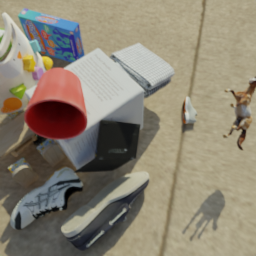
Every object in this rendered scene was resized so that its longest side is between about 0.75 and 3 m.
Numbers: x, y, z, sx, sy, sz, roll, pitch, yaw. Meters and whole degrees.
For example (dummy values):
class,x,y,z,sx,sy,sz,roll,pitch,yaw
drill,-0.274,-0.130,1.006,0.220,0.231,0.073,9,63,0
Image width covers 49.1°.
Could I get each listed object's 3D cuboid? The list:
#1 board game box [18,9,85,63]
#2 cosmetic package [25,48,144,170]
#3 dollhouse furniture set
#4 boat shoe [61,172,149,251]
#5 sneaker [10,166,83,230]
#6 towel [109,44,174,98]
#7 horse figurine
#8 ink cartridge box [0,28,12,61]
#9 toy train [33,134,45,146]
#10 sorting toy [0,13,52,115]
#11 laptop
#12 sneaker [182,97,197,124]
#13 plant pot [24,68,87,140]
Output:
class,x,y,z,sx,sy,sz,roll,pitch,yaw
board game box,-2.869,-3.445,10.716,2.263,1.721,0.509,18,62,11
cosmetic package,-1.196,-0.505,8.716,2.669,2.220,2.234,-35,65,-17
dollhouse furniture set,-3.994,0.488,8.146,2.997,1.950,2.753,-40,67,-16
boat shoe,-0.480,2.347,8.123,2.931,1.065,0.919,-33,108,-23
sneaker,-2.280,2.144,8.061,0.993,0.857,2.266,39,68,19
towel,0.411,-1.900,9.383,1.857,0.795,1.538,39,48,17
horse figurine,3.157,-0.410,7.855,1.297,1.958,0.489,-15,17,-39
ink cartridge box,-5.810,-2.967,10.742,1.655,0.848,2.240,11,52,6
toy train,-3.081,-0.304,9.754,0.465,0.346,2.029,-9,61,8
sorting toy,-3.311,-1.916,8.100,1.403,2.363,2.625,8,72,3
laptop,-0.584,0.587,8.098,0.945,1.527,1.631,11,94,45
sneaker,2.198,-0.606,9.923,0.480,0.395,1.044,6,68,-5
plant pot,-1.656,-0.634,6.706,1.442,1.442,1.276,-3,53,-2
